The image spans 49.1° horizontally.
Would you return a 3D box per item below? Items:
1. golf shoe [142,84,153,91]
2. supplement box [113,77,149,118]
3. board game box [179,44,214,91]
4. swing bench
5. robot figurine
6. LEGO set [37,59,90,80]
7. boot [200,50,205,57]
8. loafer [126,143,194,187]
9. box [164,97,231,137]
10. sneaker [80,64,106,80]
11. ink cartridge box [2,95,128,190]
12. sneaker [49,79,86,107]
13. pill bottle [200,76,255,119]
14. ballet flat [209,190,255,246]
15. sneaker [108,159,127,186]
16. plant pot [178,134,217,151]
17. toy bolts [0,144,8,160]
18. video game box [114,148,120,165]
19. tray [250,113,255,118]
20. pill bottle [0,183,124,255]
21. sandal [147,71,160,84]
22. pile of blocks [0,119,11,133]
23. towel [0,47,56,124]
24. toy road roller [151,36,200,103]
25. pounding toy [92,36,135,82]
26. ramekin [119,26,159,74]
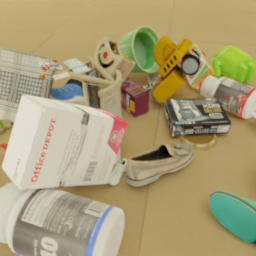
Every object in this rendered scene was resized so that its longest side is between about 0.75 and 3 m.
[{"bbox_3d":[0.860,-1.791,12.524,0.364,0.300,0.770,-3,34,36],"label":"golf shoe"},{"bbox_3d":[0.036,-1.338,11.542,0.759,0.978,1.773,-25,45,-27],"label":"supplement box"},{"bbox_3d":[3.123,-2.849,13.034,0.368,1.173,2.455,21,36,-30],"label":"board game box"},{"bbox_3d":[-1.072,-0.919,9.955,2.371,2.358,1.538,31,49,32],"label":"swing bench"},{"bbox_3d":[5.018,-3.034,13.329,2.043,1.347,2.329,-11,41,-15],"label":"robot figurine"},{"bbox_3d":[-2.250,-2.043,9.290,1.608,0.395,1.201,-21,41,-24],"label":"LEGO set"},{"bbox_3d":[2.888,-3.696,14.764,1.364,0.707,2.087,-29,40,-24],"label":"boot"},{"bbox_3d":[1.067,0.923,8.689,2.650,0.833,0.953,-22,26,-32],"label":"loafer"},{"bbox_3d":[2.529,-0.449,10.512,2.122,0.528,1.674,-2,40,-3],"label":"box"},{"bbox_3d":[-1.086,-2.635,13.231,2.263,0.839,1.002,-15,40,-17],"label":"sneaker"},{"bbox_3d":[-1.496,0.404,7.053,1.118,1.919,2.651,27,12,40],"label":"ink cartridge box"},{"bbox_3d":[-2.737,-1.389,11.575,2.560,0.983,1.424,4,44,0],"label":"sneaker"},{"bbox_3d":[4.096,-1.331,11.363,2.186,1.210,1.210,32,49,33],"label":"pill bottle"},{"bbox_3d":[3.478,2.524,7.045,2.996,1.009,1.054,31,25,32],"label":"ballet flat"},{"bbox_3d":[-0.330,1.344,8.692,0.363,0.413,1.031,22,44,14],"label":"sneaker"},{"bbox_3d":[2.541,0.273,10.219,1.432,0.197,1.432,1,39,0],"label":"plant pot"},{"bbox_3d":[-3.349,0.902,9.043,1.306,1.247,0.906,7,12,35],"label":"toy bolts"},{"bbox_3d":[-0.790,0.411,9.162,1.210,1.328,0.311,25,43,26],"label":"video game box"},{"bbox_3d":[5.658,0.101,9.885,1.360,0.281,2.532,6,29,-40],"label":"tray"},{"bbox_3d":[-1.697,2.322,6.578,2.921,1.662,1.662,12,41,15],"label":"pill bottle"},{"bbox_3d":[1.302,-2.754,13.625,0.875,0.654,2.284,-2,60,13],"label":"sandal"},{"bbox_3d":[-4.852,0.055,10.316,0.456,0.345,1.110,52,45,-4],"label":"pile of blocks"},{"bbox_3d":[-4.196,-1.535,10.685,2.873,2.766,0.496,17,8,21],"label":"towel"},{"bbox_3d":[1.590,-2.497,11.336,1.898,2.600,1.597,39,27,-6],"label":"toy road roller"},{"bbox_3d":[-0.471,-2.610,10.839,1.361,1.357,2.373,13,14,-41],"label":"pounding toy"},{"bbox_3d":[0.547,-3.430,12.646,1.016,2.080,2.080,0,30,45],"label":"ramekin"}]
